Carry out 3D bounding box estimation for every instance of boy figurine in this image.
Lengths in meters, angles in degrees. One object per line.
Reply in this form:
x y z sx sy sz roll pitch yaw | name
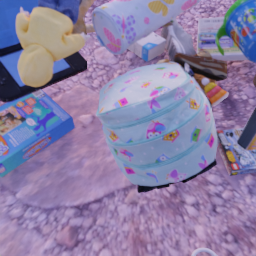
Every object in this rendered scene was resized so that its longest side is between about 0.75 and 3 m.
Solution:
-1.494 -1.840 5.512 1.438 0.745 2.313 14 73 -8 | boy figurine

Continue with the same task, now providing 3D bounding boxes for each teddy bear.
1.856 -1.729 9.945 2.534 0.846 1.837 9 44 17 | teddy bear

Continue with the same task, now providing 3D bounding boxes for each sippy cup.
3.174 -2.357 6.873 1.373 1.748 1.281 11 52 -26 | sippy cup

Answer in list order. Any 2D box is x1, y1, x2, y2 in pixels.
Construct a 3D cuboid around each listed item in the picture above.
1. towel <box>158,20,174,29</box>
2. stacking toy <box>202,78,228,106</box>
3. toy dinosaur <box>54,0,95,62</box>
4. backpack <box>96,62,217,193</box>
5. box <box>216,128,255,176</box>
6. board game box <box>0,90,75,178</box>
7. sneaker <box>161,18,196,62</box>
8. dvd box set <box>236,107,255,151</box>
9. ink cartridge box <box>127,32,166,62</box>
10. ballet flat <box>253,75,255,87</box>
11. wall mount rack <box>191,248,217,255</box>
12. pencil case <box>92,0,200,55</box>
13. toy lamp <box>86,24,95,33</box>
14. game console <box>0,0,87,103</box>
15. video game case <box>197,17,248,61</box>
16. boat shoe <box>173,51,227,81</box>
0.235 -3.505 8.777 1.646 0.261 2.291 17 6 -26 | towel
2.319 -1.051 7.738 0.577 0.577 0.790 -39 91 -27 | stacking toy
-1.408 -2.489 6.386 1.176 0.677 2.326 34 83 1 | toy dinosaur
0.442 -0.174 5.230 2.402 1.822 2.878 -28 22 11 | backpack
3.231 0.675 8.247 0.975 0.284 1.425 -6 52 -4 | box
-3.292 -0.008 8.593 2.600 0.585 1.978 -36 60 -25 | board game box
2.046 -3.532 11.322 1.074 0.979 2.619 -2 60 -15 | sneaker
2.230 -0.167 3.898 1.394 1.020 0.205 -2 34 -32 | dvd box set
0.542 -3.529 11.391 1.015 0.593 1.749 -36 60 -25 | ink cartridge box
4.270 -1.866 7.312 2.285 0.770 0.530 -39 85 15 | ballet flat
1.492 3.486 5.692 1.872 0.803 2.154 -3 51 -2 | wall mount rack
0.442 -2.783 6.474 2.659 1.105 1.206 -38 25 -19 | pencil case
-1.250 -3.323 9.293 0.730 0.730 2.507 29 38 21 | toy lamp
-2.557 -2.246 7.049 2.586 1.535 2.228 -31 70 -30 | game console
3.972 -3.394 10.501 2.668 0.294 2.428 2 53 14 | video game case
2.146 -1.902 8.175 1.739 0.658 0.642 15 89 -22 | boat shoe
